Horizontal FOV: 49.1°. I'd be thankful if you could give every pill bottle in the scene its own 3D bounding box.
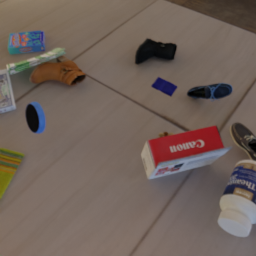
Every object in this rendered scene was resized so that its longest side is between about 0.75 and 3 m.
[{"bbox_3d":[3.809,2.297,9.205,1.284,1.284,2.313,26,57,18],"label":"pill bottle"}]

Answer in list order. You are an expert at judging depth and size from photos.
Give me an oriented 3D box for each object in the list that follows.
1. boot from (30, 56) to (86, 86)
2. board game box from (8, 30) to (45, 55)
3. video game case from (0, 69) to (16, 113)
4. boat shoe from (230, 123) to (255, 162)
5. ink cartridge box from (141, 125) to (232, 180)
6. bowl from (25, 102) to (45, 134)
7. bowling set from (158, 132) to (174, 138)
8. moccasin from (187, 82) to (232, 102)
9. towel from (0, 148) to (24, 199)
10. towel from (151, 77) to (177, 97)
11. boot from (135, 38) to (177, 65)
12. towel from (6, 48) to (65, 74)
[{"bbox_3d":[-3.274,-2.398,13.202,1.748,0.863,2.251,41,56,22],"label":"boot"},{"bbox_3d":[-5.429,-4.600,15.021,1.822,0.410,1.386,-9,53,-7],"label":"board game box"},{"bbox_3d":[-6.544,-1.505,12.733,2.416,0.305,2.651,-18,55,-13],"label":"video game case"},{"bbox_3d":[4.847,0.606,10.831,0.884,0.763,2.434,-15,54,-11],"label":"boat shoe"},{"bbox_3d":[1.896,0.795,9.667,2.529,2.220,1.060,-12,70,-10],"label":"ink cartridge box"},{"bbox_3d":[-3.484,-0.365,10.440,0.236,1.204,1.204,-14,49,-43],"label":"bowl"},{"bbox_3d":[1.463,0.383,11.089,1.174,0.630,0.817,-4,53,-4],"label":"bowling set"},{"bbox_3d":[3.479,-1.467,12.119,1.945,0.783,0.663,-5,15,40],"label":"moccasin"},{"bbox_3d":[-4.797,1.843,10.241,1.042,0.219,2.422,10,54,9],"label":"towel"},{"bbox_3d":[1.436,-1.614,11.134,0.914,0.226,0.675,29,53,13],"label":"towel"},{"bbox_3d":[1.445,-3.778,14.147,1.730,0.786,2.059,17,48,17],"label":"boot"},{"bbox_3d":[-4.477,-3.298,13.485,2.743,0.321,2.092,-26,25,-16],"label":"towel"}]
